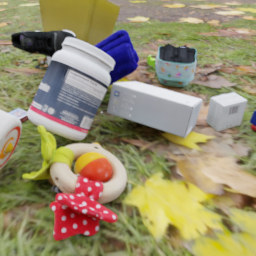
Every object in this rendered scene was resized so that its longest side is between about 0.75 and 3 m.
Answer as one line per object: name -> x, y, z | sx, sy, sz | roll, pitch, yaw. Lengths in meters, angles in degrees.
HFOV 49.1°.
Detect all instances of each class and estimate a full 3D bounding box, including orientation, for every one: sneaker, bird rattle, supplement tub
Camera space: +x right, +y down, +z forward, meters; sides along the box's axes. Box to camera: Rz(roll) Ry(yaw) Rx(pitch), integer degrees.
sneaker -> -3.061, -2.923, 9.910 | 2.842, 1.076, 1.244 | 14, 20, 36
bird rattle -> -1.022, 1.062, 6.514 | 2.336, 1.614, 2.866 | -12, 34, -44
supplement tub -> -1.580, -1.054, 7.975 | 1.750, 2.494, 1.750 | 24, 0, 0

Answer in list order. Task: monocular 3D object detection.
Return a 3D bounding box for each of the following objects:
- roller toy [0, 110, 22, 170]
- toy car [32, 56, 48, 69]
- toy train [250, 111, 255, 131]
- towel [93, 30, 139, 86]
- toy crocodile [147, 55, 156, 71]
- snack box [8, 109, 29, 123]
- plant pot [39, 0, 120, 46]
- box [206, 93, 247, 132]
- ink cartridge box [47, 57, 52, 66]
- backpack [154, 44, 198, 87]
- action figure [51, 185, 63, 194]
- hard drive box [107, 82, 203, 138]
roller toy -> -3.381, 0.300, 6.822 | 1.172, 1.529, 1.677 | 24, 10, -2
toy car -> -4.266, -3.304, 14.018 | 0.965, 0.792, 0.761 | -17, 35, -7
toy train -> 4.945, -0.006, 8.867 | 1.062, 0.777, 1.836 | -6, 30, -35
towel -> -0.615, -2.463, 10.856 | 2.160, 0.725, 2.925 | -32, -10, 6
toy crocodile -> 1.906, -3.155, 13.837 | 2.073, 0.640, 0.700 | 17, 36, 23
snack box -> -4.221, -0.136, 9.449 | 0.653, 0.221, 1.815 | 20, 38, 29
plant pot -> -1.976, -4.079, 11.178 | 2.415, 2.130, 2.415 | 16, 17, 17
box -> 3.262, -0.539, 9.357 | 0.998, 1.004, 0.656 | -14, 37, -20
ink cartridge box -> -2.715, -3.394, 13.418 | 2.049, 1.482, 1.489 | -20, 37, -27
backpack -> 2.053, -2.670, 12.163 | 1.811, 1.579, 2.060 | 9, 28, 4
action figure -> -1.381, 1.521, 6.669 | 1.024, 0.355, 0.667 | 30, 23, 26
hard drive box -> 0.907, -0.696, 8.917 | 2.511, 0.964, 1.957 | 18, 17, 19
